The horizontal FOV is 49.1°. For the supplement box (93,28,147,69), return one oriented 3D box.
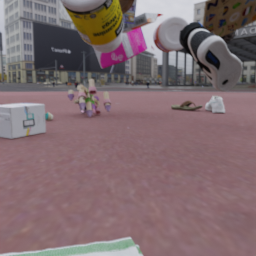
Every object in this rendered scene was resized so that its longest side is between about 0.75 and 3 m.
[{"bbox_3d":[-0.320,-3.700,12.451,1.309,1.337,2.586,-10,19,31],"label":"supplement box"}]

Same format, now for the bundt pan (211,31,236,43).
[{"bbox_3d":[3.204,-3.251,9.716,1.076,0.404,1.076,3,-10,1],"label":"bundt pan"}]

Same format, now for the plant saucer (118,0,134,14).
[{"bbox_3d":[-0.290,-3.910,8.375,1.017,1.017,0.186,-5,43,-27],"label":"plant saucer"}]

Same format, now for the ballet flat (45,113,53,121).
[{"bbox_3d":[-3.136,-0.451,11.061,0.327,0.327,0.943,-5,10,-28],"label":"ballet flat"}]

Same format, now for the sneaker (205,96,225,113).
[{"bbox_3d":[4.437,-1.215,14.193,0.713,0.812,2.027,-2,8,0],"label":"sneaker"}]

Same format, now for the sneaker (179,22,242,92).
[{"bbox_3d":[1.547,-1.411,5.333,1.756,0.642,0.982,31,23,-54],"label":"sneaker"}]

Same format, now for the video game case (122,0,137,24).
[{"bbox_3d":[-0.274,-3.873,8.855,1.083,0.982,0.246,-1,18,-23],"label":"video game case"}]

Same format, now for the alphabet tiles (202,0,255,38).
[{"bbox_3d":[3.397,-3.715,8.242,2.651,0.084,2.206,-25,-27,-2],"label":"alphabet tiles"}]

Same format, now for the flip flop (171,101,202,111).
[{"bbox_3d":[3.099,-1.209,14.992,1.787,0.514,0.725,9,13,44],"label":"flip flop"}]

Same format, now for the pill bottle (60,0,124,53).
[{"bbox_3d":[-0.744,-2.669,6.561,1.173,1.173,2.086,2,-14,10],"label":"pill bottle"}]

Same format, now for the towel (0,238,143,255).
[{"bbox_3d":[-0.397,1.170,1.335,1.276,0.263,1.711,-4,12,-9],"label":"towel"}]

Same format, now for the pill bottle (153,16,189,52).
[{"bbox_3d":[1.703,-3.757,11.491,1.265,1.265,2.255,0,13,-2],"label":"pill bottle"}]

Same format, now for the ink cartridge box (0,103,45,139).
[{"bbox_3d":[-3.061,-0.229,7.864,0.850,0.846,1.158,6,11,31],"label":"ink cartridge box"}]

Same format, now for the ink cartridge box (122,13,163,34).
[{"bbox_3d":[0.492,-3.855,10.392,1.268,0.392,1.563,-9,10,34],"label":"ink cartridge box"}]

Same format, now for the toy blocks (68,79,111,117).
[{"bbox_3d":[-1.738,-0.973,12.230,1.646,1.386,1.538,-21,-30,21],"label":"toy blocks"}]
